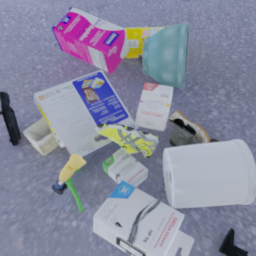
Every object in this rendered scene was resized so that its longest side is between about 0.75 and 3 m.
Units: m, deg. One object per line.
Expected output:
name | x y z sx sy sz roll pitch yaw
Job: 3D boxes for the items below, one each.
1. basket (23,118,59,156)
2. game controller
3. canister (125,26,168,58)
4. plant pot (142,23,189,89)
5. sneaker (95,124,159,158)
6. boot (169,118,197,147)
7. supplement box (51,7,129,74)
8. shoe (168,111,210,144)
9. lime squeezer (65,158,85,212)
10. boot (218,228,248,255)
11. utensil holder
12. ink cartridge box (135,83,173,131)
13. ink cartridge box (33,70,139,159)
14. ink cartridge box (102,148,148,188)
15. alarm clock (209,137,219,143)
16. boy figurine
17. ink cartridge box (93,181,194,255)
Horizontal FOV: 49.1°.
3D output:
basket | -2.838 0.227 9.905 0.893 0.813 1.318 35 60 28
game controller | -4.023 -0.268 9.469 0.446 2.120 1.106 -18 64 -23
canister | 0.999 -4.010 13.137 2.295 0.993 1.705 0 52 2
plant pot | 1.504 -2.881 11.295 1.699 2.535 2.535 4 52 11
sneaker | -0.034 0.394 9.030 2.179 0.821 0.832 17 86 -17
boot | 2.115 0.531 9.452 0.610 1.176 1.800 -36 60 -26
supplement box | -1.572 -3.733 11.960 2.849 1.472 1.442 28 71 17
shoe | 2.151 0.057 10.060 0.491 0.643 1.840 -28 48 -19
lime squeezer | -1.630 1.459 9.173 0.872 0.466 2.470 3 48 8
boot | 2.998 3.338 7.827 0.687 0.310 0.838 28 64 23
utensil holder | 2.300 1.392 8.338 2.269 1.928 1.928 -5 52 -2
ink cartridge box | 0.974 -0.683 10.626 1.145 0.663 1.965 11 62 9
ink cartridge box | -1.418 -0.450 9.743 2.680 0.637 2.712 -26 80 -29
ink cartridge box | -0.098 1.391 9.183 0.912 0.525 1.249 -36 59 -27
alarm clock | 3.038 0.734 9.777 0.585 0.289 0.867 -41 63 -4
boy figurine | -1.704 1.284 8.190 0.466 1.447 0.900 38 26 -1
ink cartridge box | 0.508 2.765 7.735 2.600 0.882 1.508 26 45 18
